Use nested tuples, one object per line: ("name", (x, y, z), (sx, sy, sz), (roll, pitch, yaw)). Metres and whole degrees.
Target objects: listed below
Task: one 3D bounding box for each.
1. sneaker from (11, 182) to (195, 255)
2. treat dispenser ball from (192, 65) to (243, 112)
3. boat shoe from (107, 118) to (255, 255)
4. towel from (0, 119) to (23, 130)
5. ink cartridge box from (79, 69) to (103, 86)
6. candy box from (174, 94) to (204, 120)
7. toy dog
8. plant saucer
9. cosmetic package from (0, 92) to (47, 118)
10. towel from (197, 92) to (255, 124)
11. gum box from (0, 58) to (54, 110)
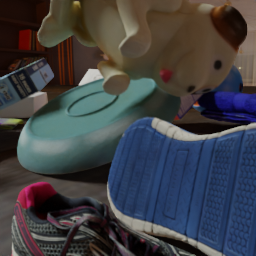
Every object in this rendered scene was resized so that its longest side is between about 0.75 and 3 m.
("sneaker", (-0.102, 0.723, 1.564), (1.503, 0.561, 0.606), (6, 11, 24))
("treat dispenser ball", (2.893, -1.396, 9.554), (1.890, 1.890, 1.890), (0, 10, 0))
("boat shoe", (0.610, 0.497, 2.195), (0.939, 0.937, 2.594), (19, -6, -22))
("towel", (-3.508, -0.097, 7.155), (1.431, 0.163, 1.028), (-1, 10, -8))
("ink cartridge box", (-0.414, -1.061, 8.218), (2.024, 0.683, 1.179), (21, -15, 49))
("candy box", (1.185, -0.835, 7.196), (1.559, 0.600, 1.318), (-42, 21, -27))
("toy dog", (0.297, -1.316, 3.773), (2.360, 1.647, 2.288), (38, 44, 8))
("plant saucer", (-0.542, -0.283, 4.551), (2.753, 0.377, 2.753), (-15, 28, 8))
("cosmetic package", (-4.065, -0.840, 9.690), (2.108, 0.722, 2.796), (0, 10, -9))
("towel", (3.135, -0.263, 6.338), (2.146, 0.720, 2.906), (11, 6, -20))
("gum box", (-2.810, -0.634, 5.776), (2.349, 0.523, 1.996), (-26, 19, 2))
